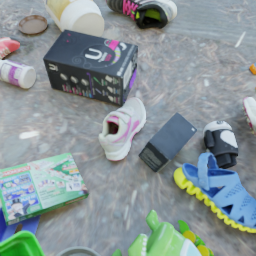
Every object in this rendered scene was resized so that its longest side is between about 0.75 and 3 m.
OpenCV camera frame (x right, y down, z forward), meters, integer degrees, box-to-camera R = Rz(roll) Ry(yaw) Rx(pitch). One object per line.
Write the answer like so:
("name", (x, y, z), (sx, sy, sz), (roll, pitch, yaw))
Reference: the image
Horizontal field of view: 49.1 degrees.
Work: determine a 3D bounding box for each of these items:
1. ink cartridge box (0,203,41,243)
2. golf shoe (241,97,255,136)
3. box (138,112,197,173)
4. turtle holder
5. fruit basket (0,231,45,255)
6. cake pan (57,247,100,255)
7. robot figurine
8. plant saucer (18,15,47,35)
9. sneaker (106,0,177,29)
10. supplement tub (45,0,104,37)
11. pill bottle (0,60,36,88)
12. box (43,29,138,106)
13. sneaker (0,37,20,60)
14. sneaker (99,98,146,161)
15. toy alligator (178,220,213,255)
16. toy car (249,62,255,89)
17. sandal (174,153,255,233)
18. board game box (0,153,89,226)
("ink cartridge box", (-3.520, 2.103, 6.006), (2.904, 0.629, 2.851), (10, 43, -5))
("golf shoe", (3.840, -0.091, 7.567), (1.035, 0.852, 2.261), (-25, 43, 19))
("box", (1.010, 0.407, 7.330), (0.734, 1.164, 1.184), (43, 64, 7))
("turtle holder", (0.537, 2.926, 4.961), (1.904, 2.682, 2.038), (41, 87, 9))
("fruit basket", (-1.306, 2.637, 3.326), (2.608, 2.608, 1.881), (36, 27, 21))
("cake pan", (-1.112, 3.345, 6.049), (1.431, 0.262, 1.431), (0, 57, 0))
("robot figurine", (2.506, 0.435, 7.575), (0.807, 0.971, 1.293), (-10, 61, 9))
("plant saucer", (-3.655, -3.953, 10.829), (1.111, 0.191, 1.111), (0, 58, 1))
("sneaker", (0.397, -4.511, 10.671), (2.817, 1.039, 1.232), (18, 53, 6))
("supplement tub", (-1.927, -4.132, 10.138), (1.543, 1.543, 2.137), (-27, 61, -16))
("pill bottle", (-3.743, -1.792, 9.117), (1.279, 0.718, 0.718), (19, 59, 13))
("box", (-1.104, -1.904, 8.795), (2.504, 1.328, 1.531), (15, 56, 10))
("sneaker", (-4.551, -2.603, 9.813), (1.641, 0.605, 0.712), (-19, 70, -5))
("sneaker", (-0.153, -0.141, 7.773), (0.822, 0.892, 2.022), (3, 54, 31))
("toy alligator", (1.611, 2.843, 6.018), (0.521, 0.569, 1.920), (-45, 52, 0))
("toy car", (4.489, -1.768, 9.270), (0.632, 0.428, 1.288), (0, 56, 0))
("sandal", (2.302, 1.468, 6.665), (2.445, 1.065, 0.972), (33, 29, 17))
("board game box", (-2.050, 1.365, 6.656), (1.885, 0.274, 1.268), (-13, 56, -30))
